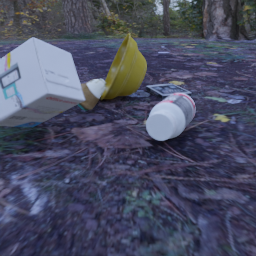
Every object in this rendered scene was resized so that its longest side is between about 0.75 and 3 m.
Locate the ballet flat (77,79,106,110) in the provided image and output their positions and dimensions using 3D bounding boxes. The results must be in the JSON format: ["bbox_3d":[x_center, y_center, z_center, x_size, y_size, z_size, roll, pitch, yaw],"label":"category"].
[{"bbox_3d":[-1.347,-1.488,11.016,1.048,0.982,2.896,-36,11,10],"label":"ballet flat"}]

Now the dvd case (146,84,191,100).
[{"bbox_3d":[1.823,-1.695,12.917,1.418,0.233,1.886,-8,22,-17],"label":"dvd case"}]

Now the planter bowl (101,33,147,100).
[{"bbox_3d":[-0.035,-2.311,11.793,1.230,2.952,2.952,22,18,-13],"label":"planter bowl"}]

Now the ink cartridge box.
[{"bbox_3d":[-2.713,-1.152,7.989,2.203,1.608,1.616,-23,-11,23],"label":"ink cartridge box"}]

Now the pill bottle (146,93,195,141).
[{"bbox_3d":[1.265,-0.325,8.323,1.072,1.072,1.936,10,24,24],"label":"pill bottle"}]
